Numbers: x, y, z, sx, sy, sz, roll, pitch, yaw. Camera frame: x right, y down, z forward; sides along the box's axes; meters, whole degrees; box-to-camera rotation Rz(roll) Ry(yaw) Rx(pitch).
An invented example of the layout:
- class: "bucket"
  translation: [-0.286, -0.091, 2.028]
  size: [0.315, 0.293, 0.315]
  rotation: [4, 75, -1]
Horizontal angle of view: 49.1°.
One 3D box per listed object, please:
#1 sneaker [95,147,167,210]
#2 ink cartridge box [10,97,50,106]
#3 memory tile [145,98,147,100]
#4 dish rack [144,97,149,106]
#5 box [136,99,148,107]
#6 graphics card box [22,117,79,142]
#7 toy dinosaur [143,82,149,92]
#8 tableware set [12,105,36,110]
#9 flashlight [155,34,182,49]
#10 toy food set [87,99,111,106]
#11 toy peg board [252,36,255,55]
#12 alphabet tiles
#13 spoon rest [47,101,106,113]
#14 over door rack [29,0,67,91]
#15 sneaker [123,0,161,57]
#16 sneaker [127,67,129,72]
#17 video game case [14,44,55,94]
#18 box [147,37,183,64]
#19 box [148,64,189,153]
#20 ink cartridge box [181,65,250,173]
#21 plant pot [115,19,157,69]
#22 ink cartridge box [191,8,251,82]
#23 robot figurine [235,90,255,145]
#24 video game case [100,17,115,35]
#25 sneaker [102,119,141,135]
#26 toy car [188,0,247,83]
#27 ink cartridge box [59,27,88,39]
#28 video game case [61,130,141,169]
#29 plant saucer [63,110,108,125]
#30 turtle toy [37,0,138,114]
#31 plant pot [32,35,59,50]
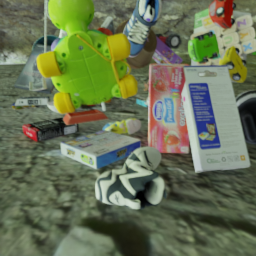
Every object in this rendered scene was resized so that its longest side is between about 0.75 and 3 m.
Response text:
- class: "sneaker"
  translation: [0.438, 1.112, 6.064]
  size: [1.334, 0.818, 2.050]
  rotation: [15, 23, 37]
- class: "ink cartridge box"
  translation: [-5.127, -1.408, 14.655]
  size: [1.884, 0.369, 0.937]
  rotation: [-3, 15, -8]
- class: "memory tile"
  translation: [1.525, -1.663, 16.437]
  size: [1.016, 0.085, 0.778]
  rotation: [-8, 19, -26]
- class: "dish rack"
  translation: [2.364, -1.415, 14.438]
  size: [2.212, 0.561, 2.577]
  rotation: [25, 30, 38]
- class: "box"
  translation: [0.892, -1.369, 15.172]
  size: [0.422, 0.252, 1.025]
  rotation: [-9, 19, -28]
- class: "graphics card box"
  translation: [-2.818, 0.018, 10.296]
  size: [1.714, 0.436, 1.075]
  rotation: [-17, 23, -40]
- class: "toy dinosaur"
  translation: [1.620, -3.056, 19.936]
  size: [1.269, 0.804, 1.873]
  rotation: [-9, 10, 4]
- class: "tableware set"
  translation: [-5.411, -1.142, 14.564]
  size: [1.164, 0.179, 0.784]
  rotation: [-10, 19, -27]
- class: "flashlight"
  translation: [1.738, -4.183, 13.284]
  size: [0.687, 0.685, 2.023]
  rotation: [-9, 25, -21]
- class: "toy food set"
  translation: [-2.202, -1.886, 15.316]
  size: [2.562, 1.153, 1.223]
  rotation: [-2, 17, -7]
- class: "toy peg board"
  translation: [4.840, -2.992, 9.859]
  size: [0.562, 1.149, 1.144]
  rotation: [14, 15, 36]
- class: "alphabet tiles"
  translation: [3.345, -3.021, 9.862]
  size: [2.107, 2.155, 0.157]
  rotation: [-13, -2, 23]
- class: "spoon rest"
  translation: [-2.521, -1.234, 13.733]
  size: [2.812, 0.852, 1.397]
  rotation: [-2, 17, -9]
- class: "over door rack"
  translation: [-1.861, -2.398, 8.631]
  size: [0.934, 2.805, 2.073]
  rotation: [14, 7, 15]
- class: "sneaker"
  translation: [0.408, -3.273, 8.922]
  size: [0.838, 2.081, 1.524]
  rotation: [20, 13, -10]
- class: "sneaker"
  translation: [-0.355, -2.928, 13.509]
  size: [0.714, 0.835, 1.917]
  rotation: [-9, 47, 21]
- class: "video game case"
  translation: [-2.590, -1.834, 8.561]
  size: [1.200, 0.159, 1.680]
  rotation: [11, 63, 12]
- class: "box"
  translation: [1.301, -3.747, 13.371]
  size: [2.576, 0.504, 1.763]
  rotation: [40, 0, -5]
- class: "box"
  translation: [1.256, -0.645, 8.715]
  size: [1.236, 2.610, 1.339]
  rotation: [1, 17, 3]
- class: "ink cartridge box"
  translation: [2.267, -0.293, 7.541]
  size: [1.366, 2.885, 0.535]
  rotation: [-4, -13, -12]
- class: "plant pot"
  translation: [0.507, -3.492, 11.425]
  size: [2.041, 2.041, 0.942]
  rotation: [-15, 9, -40]
- class: "ink cartridge box"
  translation: [3.588, -3.127, 11.003]
  size: [1.895, 2.607, 1.141]
  rotation: [-1, 7, -19]
- class: "robot figurine"
  translation: [4.392, -0.387, 9.636]
  size: [1.996, 1.657, 2.656]
  rotation: [23, 22, 11]
- class: "video game case"
  translation: [-1.080, -2.884, 11.321]
  size: [0.272, 2.116, 2.327]
  rotation: [23, -22, 13]
- class: "sneaker"
  translation: [-0.280, -0.076, 10.390]
  size: [1.493, 0.565, 0.784]
  rotation: [-12, 20, -32]
- class: "toy car"
  translation: [2.462, -2.464, 8.155]
  size: [2.715, 2.885, 0.643]
  rotation: [-28, 17, -39]
- class: "ink cartridge box"
  translation: [-2.372, -3.749, 11.874]
  size: [1.051, 1.861, 2.540]
  rotation: [10, 52, -17]
- class: "video game case"
  translation: [-0.815, 0.584, 8.466]
  size: [1.634, 0.410, 1.802]
  rotation: [16, 23, 41]
- class: "plant saucer"
  translation: [-1.149, -0.308, 7.365]
  size: [1.053, 0.193, 1.051]
  rotation: [-10, 12, -16]
- class: "turtle toy"
  translation: [-1.035, -1.780, 6.773]
  size: [2.162, 2.967, 1.500]
  rotation: [-14, 44, -2]
- class: "plant pot"
  translation: [-2.800, -2.391, 9.954]
  size: [1.342, 1.342, 1.261]
  rotation: [-9, -3, -27]
